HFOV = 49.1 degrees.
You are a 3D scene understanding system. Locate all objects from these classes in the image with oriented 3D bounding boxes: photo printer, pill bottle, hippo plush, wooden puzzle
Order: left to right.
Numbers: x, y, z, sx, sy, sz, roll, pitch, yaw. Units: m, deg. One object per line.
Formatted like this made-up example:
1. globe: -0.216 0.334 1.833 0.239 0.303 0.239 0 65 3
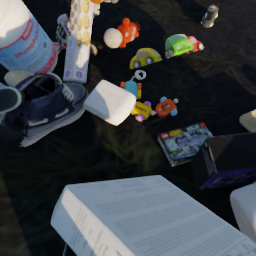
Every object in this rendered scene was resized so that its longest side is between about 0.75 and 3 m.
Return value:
1. pill bottle: -3.109 -2.489 7.447 1.530 2.813 1.530 -3 73 9
2. hippo plush: -2.117 -3.952 10.213 1.094 0.871 0.880 -25 55 -20
3. photo printer: -0.434 -0.633 7.117 1.124 0.390 0.935 28 72 21
4. wooden puzzle: 3.703 0.061 7.160 1.239 0.310 1.338 -22 57 -17
5. pill bottle: 3.179 1.356 4.698 2.474 1.414 1.414 -20 50 5

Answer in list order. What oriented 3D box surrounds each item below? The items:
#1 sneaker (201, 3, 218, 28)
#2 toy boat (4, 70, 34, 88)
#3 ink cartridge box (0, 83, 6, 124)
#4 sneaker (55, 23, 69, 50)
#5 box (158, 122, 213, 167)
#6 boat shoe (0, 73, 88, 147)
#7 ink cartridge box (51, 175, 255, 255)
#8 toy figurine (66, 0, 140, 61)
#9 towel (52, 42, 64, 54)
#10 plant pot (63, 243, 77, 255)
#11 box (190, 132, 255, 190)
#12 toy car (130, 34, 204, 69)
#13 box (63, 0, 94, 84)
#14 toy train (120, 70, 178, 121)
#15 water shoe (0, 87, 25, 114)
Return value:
1. sneaker: 3.153 -4.360 10.734 0.446 0.608 1.343 21 53 18
2. toy boat: -2.761 -1.001 7.491 1.169 0.646 1.390 17 30 -21
3. ink cartridge box: -4.203 -0.641 7.643 2.057 0.460 1.812 28 54 22
4. sneaker: -1.940 -2.955 9.560 0.630 0.609 1.510 -17 64 -50
5. box: 1.484 0.377 6.896 1.266 0.253 0.867 -15 51 -13
6. boat shoe: -1.665 -0.740 6.653 1.089 1.353 2.917 36 37 2
7. ink cartridge box: 0.584 1.359 3.002 2.318 0.548 1.855 34 17 37
8. toy figurine: -0.855 -3.238 8.642 1.976 1.945 1.375 -7 23 47
9. towel: -3.020 -2.463 9.384 1.152 0.236 1.575 16 48 13
10. plant pot: 0.189 2.593 3.164 2.163 2.438 2.432 10 11 -5
11. box: 2.454 0.684 5.823 1.947 1.374 0.768 -6 67 -4
12. toy car: 1.253 -2.277 7.975 2.432 0.542 2.288 -17 9 -4
13. box: -1.453 -2.600 8.279 0.495 0.530 2.559 1 83 45
14. toy train: 0.507 -0.756 7.672 1.241 0.459 1.652 -33 70 -19
15. water shoe: -2.616 -0.348 5.062 1.504 0.538 0.593 -13 6 -1
